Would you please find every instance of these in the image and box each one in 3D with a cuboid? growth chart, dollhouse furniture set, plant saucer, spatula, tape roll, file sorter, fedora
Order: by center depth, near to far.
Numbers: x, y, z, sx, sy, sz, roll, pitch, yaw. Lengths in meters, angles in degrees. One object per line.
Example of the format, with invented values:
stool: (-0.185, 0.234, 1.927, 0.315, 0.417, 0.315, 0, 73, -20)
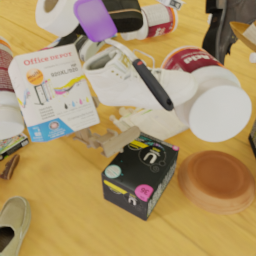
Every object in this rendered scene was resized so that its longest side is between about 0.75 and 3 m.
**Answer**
spatula: (-0.030, -1.039, 3.993, 0.582, 0.212, 2.061, -36, 83, -36)
fedora: (2.425, -1.470, 4.359, 1.686, 0.688, 1.686, 19, 38, -15)
tape roll: (-1.341, -2.526, 5.641, 0.450, 1.287, 1.287, 16, 27, -45)
plant saucer: (2.280, 1.265, 7.206, 1.968, 0.368, 1.968, 0, 43, 0)
dollhouse furniture set: (-0.948, -0.374, 7.483, 1.211, 1.418, 2.736, -30, 27, -26)
growth chart: (1.034, -0.305, 8.953, 2.879, 0.255, 2.083, -20, 46, -20)
file sorter: (-0.014, -1.952, 10.122, 1.698, 1.058, 1.179, -33, 52, -30)

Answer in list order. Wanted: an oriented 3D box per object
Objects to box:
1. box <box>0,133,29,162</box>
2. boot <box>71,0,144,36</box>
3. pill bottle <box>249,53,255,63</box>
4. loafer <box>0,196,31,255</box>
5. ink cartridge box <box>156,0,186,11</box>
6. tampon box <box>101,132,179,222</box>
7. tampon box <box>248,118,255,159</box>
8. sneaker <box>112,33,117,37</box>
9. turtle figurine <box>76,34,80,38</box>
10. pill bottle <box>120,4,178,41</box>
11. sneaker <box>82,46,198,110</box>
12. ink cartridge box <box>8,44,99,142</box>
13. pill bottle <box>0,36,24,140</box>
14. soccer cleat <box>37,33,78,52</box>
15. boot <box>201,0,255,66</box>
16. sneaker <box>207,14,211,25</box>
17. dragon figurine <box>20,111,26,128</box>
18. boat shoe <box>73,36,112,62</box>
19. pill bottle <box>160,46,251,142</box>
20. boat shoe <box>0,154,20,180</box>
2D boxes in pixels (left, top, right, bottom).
box: (-3.733, 0.572, 8.009, 0.840, 0.265, 1.527, 30, 51, 28)
boot: (-0.992, -4.187, 9.328, 2.832, 1.097, 1.959, -1, 73, -13)
pill bottle: (5.526, -2.906, 11.552, 0.872, 0.478, 0.478, -3, 43, -3)
loafer: (-2.559, 2.181, 6.054, 0.664, 0.599, 1.756, -3, 43, -3)
ink cartridge box: (0.594, -2.686, 5.622, 0.993, 0.218, 1.003, 36, 28, 16)
tampon box: (0.316, 1.118, 6.858, 1.247, 1.050, 1.664, 22, 48, 22)
tampon box: (4.458, 0.629, 6.962, 1.922, 1.619, 2.564, 2, 43, 2)
sneaker: (-1.019, -5.030, 13.557, 0.779, 0.822, 2.035, -8, 45, -11)
turtle figurine: (-2.192, -4.281, 12.627, 2.030, 0.811, 2.517, -11, 21, -28)
pill bottle: (0.907, -4.898, 12.997, 2.533, 1.388, 1.388, -20, 47, -19)
sneaker: (0.149, -0.792, 4.369, 1.749, 1.011, 0.644, -2, 61, 19)
ink cartridge box: (-1.460, -0.631, 5.404, 1.135, 1.542, 1.116, -21, 8, -28)
pill bottle: (-3.082, -0.889, 6.261, 1.239, 1.239, 2.171, -14, 74, -14)
soccer cleat: (-3.028, -3.101, 11.654, 2.356, 1.017, 0.823, -43, 100, -17)
boot: (3.187, -2.593, 7.204, 2.328, 2.674, 0.926, -4, 21, -7)
sneaker: (2.462, -3.150, 7.964, 0.477, 0.463, 1.307, 3, 73, -43)
dragon figurine: (-3.043, -0.418, 8.787, 1.088, 0.644, 2.188, -4, 43, -5)
boat shoe: (-1.427, -4.042, 12.034, 0.932, 1.035, 2.926, 27, 59, 12)
pill bottle: (1.519, -0.802, 5.926, 1.349, 1.349, 2.363, -4, 30, -4)
boat shoe: (-3.170, 1.025, 7.514, 0.283, 0.284, 0.806, 7, 44, 3)
